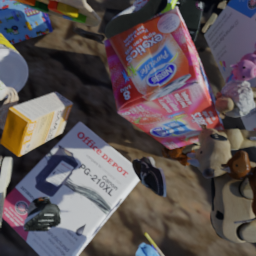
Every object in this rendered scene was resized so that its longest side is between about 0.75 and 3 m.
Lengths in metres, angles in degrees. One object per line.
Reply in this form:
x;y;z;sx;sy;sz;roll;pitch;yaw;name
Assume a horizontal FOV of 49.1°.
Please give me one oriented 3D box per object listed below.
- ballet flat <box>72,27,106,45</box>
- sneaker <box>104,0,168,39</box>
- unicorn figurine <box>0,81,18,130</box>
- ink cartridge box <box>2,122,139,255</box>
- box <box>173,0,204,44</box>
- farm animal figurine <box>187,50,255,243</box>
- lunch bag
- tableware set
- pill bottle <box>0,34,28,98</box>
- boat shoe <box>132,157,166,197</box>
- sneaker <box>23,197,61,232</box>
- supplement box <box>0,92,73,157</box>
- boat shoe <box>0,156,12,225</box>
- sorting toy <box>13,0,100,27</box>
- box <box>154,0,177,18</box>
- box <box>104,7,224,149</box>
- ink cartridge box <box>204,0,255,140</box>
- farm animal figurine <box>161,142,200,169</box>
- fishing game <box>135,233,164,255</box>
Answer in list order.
-0.865;-2.108;6.304;0.837;0.282;0.194;23;92;13;ballet flat
0.092;-2.320;5.943;1.475;0.791;0.493;-35;113;-2;sneaker
-2.551;-0.719;4.403;1.704;0.629;1.170;27;100;-31;unicorn figurine
-1.339;1.594;6.942;2.065;1.203;2.853;38;75;13;ink cartridge box
1.499;-3.382;8.880;1.497;0.931;1.112;14;71;5;box
1.563;0.279;4.265;1.284;2.062;2.553;-4;55;16;farm animal figurine
-3.701;-4.029;9.152;1.778;1.111;2.362;-19;62;-4;lunch bag
3.565;-3.507;9.204;1.525;0.462;2.308;25;66;21;tableware set
-3.362;-1.731;6.537;1.209;1.209;2.173;-40;61;-13;pill bottle
0.361;0.859;5.079;0.395;1.310;0.484;-1;108;-10;boat shoe
-1.330;1.270;4.244;0.485;1.311;0.520;9;64;-24;sneaker
-1.420;-0.090;4.458;0.397;0.680;1.079;33;30;11;supplement box
-2.482;1.353;4.939;0.519;0.627;1.745;11;87;-14;boat shoe
-1.892;-2.975;6.740;2.201;2.378;0.434;16;98;0;sorting toy
0.744;-3.105;6.908;0.794;0.310;1.302;11;54;16;box
0.817;-0.638;5.175;1.302;2.728;1.360;-19;67;20;box
2.973;-1.320;5.443;1.234;2.106;2.914;-14;74;-19;ink cartridge box
1.425;0.001;7.664;1.843;1.147;2.282;-7;66;-23;farm animal figurine
0.549;2.724;4.685;0.346;2.226;1.594;-37;101;6;fishing game
